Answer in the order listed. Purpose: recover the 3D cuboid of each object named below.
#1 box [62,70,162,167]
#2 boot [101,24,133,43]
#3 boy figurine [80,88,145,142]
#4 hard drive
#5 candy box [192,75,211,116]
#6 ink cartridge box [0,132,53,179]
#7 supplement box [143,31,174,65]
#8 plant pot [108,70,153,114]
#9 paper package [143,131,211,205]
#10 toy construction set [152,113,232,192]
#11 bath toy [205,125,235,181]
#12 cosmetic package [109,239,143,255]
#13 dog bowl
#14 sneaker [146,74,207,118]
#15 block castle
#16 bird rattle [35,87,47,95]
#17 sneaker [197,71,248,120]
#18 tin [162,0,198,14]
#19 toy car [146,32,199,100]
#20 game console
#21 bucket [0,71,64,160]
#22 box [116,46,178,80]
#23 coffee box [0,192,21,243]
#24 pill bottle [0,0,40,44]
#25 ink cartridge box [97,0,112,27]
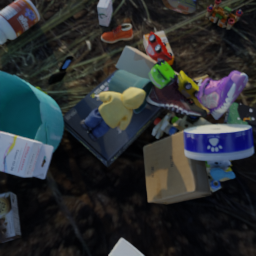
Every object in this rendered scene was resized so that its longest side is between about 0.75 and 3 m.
[{"bbox_3d":[-0.542,-0.418,9.831,2.272,0.735,2.881,41,72,16],"label":"box"},{"bbox_3d":[-0.468,-3.897,11.444,1.336,0.717,0.501,-11,68,-3],"label":"boot"},{"bbox_3d":[-0.448,-0.542,8.425,2.202,0.709,1.369,-38,93,18],"label":"boy figurine"},{"bbox_3d":[4.216,-0.331,10.056,1.417,0.268,0.990,17,67,7],"label":"hard drive"},{"bbox_3d":[2.854,-1.187,10.370,0.846,0.409,1.450,-18,68,-9],"label":"candy box"},{"bbox_3d":[-2.838,0.692,7.145,1.609,0.543,0.937,13,83,7],"label":"ink cartridge box"},{"bbox_3d":[1.194,-3.114,11.174,0.861,0.502,1.366,-15,67,-5],"label":"supplement box"},{"bbox_3d":[0.057,-1.268,9.241,1.184,1.209,1.209,30,69,20],"label":"plant pot"},{"bbox_3d":[1.411,1.250,8.523,1.766,0.958,1.852,-25,59,37],"label":"paper package"},{"bbox_3d":[2.187,0.483,9.195,2.945,1.357,1.931,39,71,4],"label":"toy construction set"},{"bbox_3d":[2.683,0.653,8.303,0.658,0.775,1.781,-17,53,25],"label":"bath toy"},{"bbox_3d":[-0.109,4.334,7.067,1.821,1.832,2.189,34,69,16],"label":"cosmetic package"},{"bbox_3d":[2.281,0.336,7.175,1.689,1.689,0.665,-6,96,-3],"label":"dog bowl"},{"bbox_3d":[1.568,-1.042,8.615,1.975,0.747,1.141,18,99,19],"label":"sneaker"},{"bbox_3d":[4.073,-4.902,11.944,1.311,0.615,0.876,39,72,16],"label":"block castle"},{"bbox_3d":[-3.630,-0.911,10.105,1.446,0.815,1.179,-15,83,-4],"label":"bird rattle"},{"bbox_3d":[2.498,-0.998,7.884,1.060,2.398,0.964,40,84,11],"label":"sneaker"},{"bbox_3d":[1.693,-4.232,9.177,1.446,0.303,0.810,3,89,-34],"label":"tin"},{"bbox_3d":[1.165,-1.706,8.619,0.619,2.611,2.774,-39,90,28],"label":"toy car"},{"bbox_3d":[-2.358,-2.050,9.920,0.155,1.282,0.756,44,33,3],"label":"game console"},{"bbox_3d":[-3.551,-0.113,8.651,2.962,1.927,2.962,-2,82,12],"label":"bucket"},{"bbox_3d":[0.786,-2.038,10.258,2.239,1.063,0.870,34,110,13],"label":"box"},{"bbox_3d":[-3.785,2.739,8.511,0.756,0.534,1.337,-14,66,-6],"label":"coffee box"},{"bbox_3d":[-4.692,-4.331,11.425,1.096,1.096,1.955,38,72,16],"label":"pill bottle"},{"bbox_3d":[-0.959,-4.905,11.734,0.419,0.994,0.726,14,66,6],"label":"ink cartridge box"}]
